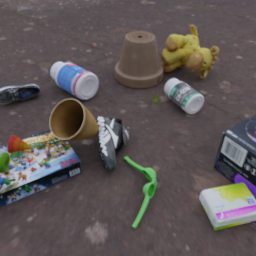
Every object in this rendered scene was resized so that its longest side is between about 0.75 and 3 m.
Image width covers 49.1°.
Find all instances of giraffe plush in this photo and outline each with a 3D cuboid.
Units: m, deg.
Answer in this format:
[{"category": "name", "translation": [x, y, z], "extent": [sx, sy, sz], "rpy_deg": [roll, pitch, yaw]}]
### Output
[{"category": "giraffe plush", "translation": [2.913, -3.198, 12.664], "extent": [2.372, 2.047, 1.924], "rpy_deg": [-35, 62, -13]}]

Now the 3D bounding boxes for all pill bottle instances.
[{"category": "pill bottle", "translation": [-2.317, -2.050, 11.714], "extent": [2.063, 1.158, 1.158], "rpy_deg": [30, 48, 32]}, {"category": "pill bottle", "translation": [2.156, -1.278, 11.038], "extent": [0.875, 0.875, 1.548], "rpy_deg": [-20, 44, -23]}]

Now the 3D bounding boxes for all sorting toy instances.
[{"category": "sorting toy", "translation": [-3.207, 0.924, 7.830], "extent": [0.585, 0.589, 1.698], "rpy_deg": [10, 44, -4]}]

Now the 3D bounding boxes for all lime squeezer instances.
[{"category": "lime squeezer", "translation": [0.403, 1.602, 7.924], "extent": [0.871, 0.465, 2.467], "rpy_deg": [-3, 41, -4]}]

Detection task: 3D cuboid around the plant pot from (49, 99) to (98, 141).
[{"category": "plant pot", "translation": [-1.535, -0.105, 8.714], "extent": [1.240, 1.331, 1.240], "rpy_deg": [-6, 73, 22]}]

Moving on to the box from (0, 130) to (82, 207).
[{"category": "box", "translation": [-3.070, 1.112, 8.435], "extent": [2.805, 0.529, 1.916], "rpy_deg": [-21, 44, -23]}]

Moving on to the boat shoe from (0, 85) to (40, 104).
[{"category": "boat shoe", "translation": [-4.422, -1.334, 11.220], "extent": [1.832, 0.640, 0.607], "rpy_deg": [-14, 19, -27]}]

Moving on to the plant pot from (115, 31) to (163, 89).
[{"category": "plant pot", "translation": [0.511, -3.117, 12.417], "extent": [2.238, 1.952, 2.238], "rpy_deg": [1, 41, -1]}]

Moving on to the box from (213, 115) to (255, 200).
[{"category": "box", "translation": [4.203, 0.597, 8.309], "extent": [2.779, 1.474, 1.699], "rpy_deg": [-23, 45, -27]}]

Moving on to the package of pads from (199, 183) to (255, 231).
[{"category": "package of pads", "translation": [2.684, 2.025, 7.397], "extent": [1.340, 0.457, 1.035], "rpy_deg": [-9, 41, -10]}]

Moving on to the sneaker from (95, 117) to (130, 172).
[{"category": "sneaker", "translation": [-0.440, 0.393, 9.087], "extent": [1.094, 0.803, 2.417], "rpy_deg": [-8, 38, -5]}]
